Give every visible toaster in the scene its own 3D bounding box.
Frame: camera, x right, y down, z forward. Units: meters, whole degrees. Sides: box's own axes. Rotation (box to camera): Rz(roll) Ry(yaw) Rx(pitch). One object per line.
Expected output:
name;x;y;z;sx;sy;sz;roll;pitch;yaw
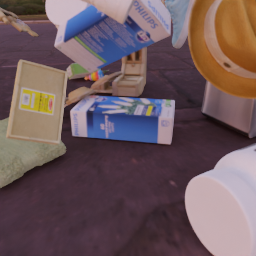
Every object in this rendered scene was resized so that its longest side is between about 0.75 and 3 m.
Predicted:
toaster;3.722;-0.873;8.797;2.165;1.420;2.394;-12;27;-26

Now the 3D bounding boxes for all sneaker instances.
sneaker;-0.219;-2.227;3.808;0.996;0.635;1.723;24;54;-5
sneaker;1.797;-4.203;10.084;1.070;2.612;0.966;12;37;1

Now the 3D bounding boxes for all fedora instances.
fedora;2.332;-1.717;4.914;2.521;2.521;1.028;-2;6;-4

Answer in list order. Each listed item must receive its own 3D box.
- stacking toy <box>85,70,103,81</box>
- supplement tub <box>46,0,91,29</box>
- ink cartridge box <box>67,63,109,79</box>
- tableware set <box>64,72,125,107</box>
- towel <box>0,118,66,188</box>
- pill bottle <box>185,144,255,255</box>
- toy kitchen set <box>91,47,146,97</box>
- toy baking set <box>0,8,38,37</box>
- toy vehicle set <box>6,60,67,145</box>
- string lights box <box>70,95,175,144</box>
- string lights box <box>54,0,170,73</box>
stacking toy;-1.675;-2.435;13.380;0.870;0.505;0.478;-6;22;14
supplement tub;-1.291;-3.605;9.181;1.796;1.796;2.470;12;1;23
ink cartridge box;-1.960;-2.848;13.653;1.823;0.541;0.947;-14;3;-29
tableware set;-1.546;-1.123;9.446;2.370;0.329;2.838;-18;11;45
towel;-3.137;0.476;6.997;2.823;0.515;2.094;17;29;33
pill bottle;2.407;0.996;4.621;2.744;1.590;1.590;-15;29;-26
toy kitchen set;-0.422;-2.664;11.550;2.082;2.303;2.552;3;21;9
toy baking set;-2.209;-2.050;5.438;1.072;0.125;0.823;45;14;27
toy vehicle set;-1.385;-0.386;4.340;0.755;1.215;0.161;12;-17;-30
string lights box;-0.090;-0.287;8.217;2.806;0.827;1.442;4;25;9
string lights box;-0.451;-2.599;7.487;2.819;1.448;0.831;-16;58;34
